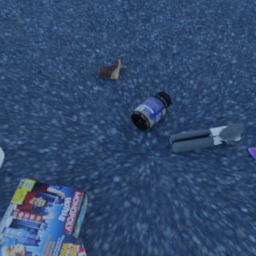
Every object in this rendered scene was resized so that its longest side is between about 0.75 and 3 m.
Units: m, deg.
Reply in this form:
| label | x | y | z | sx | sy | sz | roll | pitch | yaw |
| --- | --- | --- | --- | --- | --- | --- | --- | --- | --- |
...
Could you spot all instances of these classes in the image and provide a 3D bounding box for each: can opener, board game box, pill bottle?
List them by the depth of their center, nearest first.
| label | x | y | z | sx | sy | sz | roll | pitch | yaw |
| --- | --- | --- | --- | --- | --- | --- | --- | --- | --- |
| board game box | -1.954 | 2.766 | 7.065 | 2.513 | 0.776 | 2.515 | 10 | 52 | 7 |
| can opener | 2.545 | 0.225 | 9.048 | 2.347 | 0.785 | 0.626 | -9 | 52 | -7 |
| pill bottle | 0.833 | -0.614 | 9.688 | 0.815 | 0.815 | 1.458 | 35 | 60 | 24 |

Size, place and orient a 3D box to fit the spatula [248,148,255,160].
| label | x | y | z | sx | sy | sz | roll | pitch | yaw |
| --- | --- | --- | --- | --- | --- | --- | --- | --- | --- |
| spatula | 4.297 | 1.388 | 8.506 | 0.573 | 0.208 | 2.027 | -5 | 52 | -4 |

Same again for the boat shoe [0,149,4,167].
| label | x | y | z | sx | sy | sz | roll | pitch | yaw |
| --- | --- | --- | --- | --- | --- | --- | --- | --- | --- |
| boat shoe | -4.334 | 1.462 | 8.044 | 0.943 | 0.837 | 2.562 | -4 | 52 | -3 |

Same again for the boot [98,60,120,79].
| label | x | y | z | sx | sy | sz | roll | pitch | yaw |
| --- | --- | --- | --- | --- | --- | --- | --- | --- | --- |
| boot | -0.762 | -2.424 | 11.298 | 0.822 | 0.357 | 0.988 | 11 | 64 | -7 |
